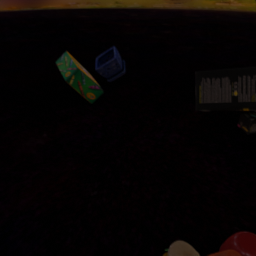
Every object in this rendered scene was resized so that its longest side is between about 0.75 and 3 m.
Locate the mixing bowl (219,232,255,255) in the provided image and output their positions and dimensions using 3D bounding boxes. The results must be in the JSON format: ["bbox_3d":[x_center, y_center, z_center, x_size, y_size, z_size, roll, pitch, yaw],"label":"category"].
[{"bbox_3d":[2.491,2.590,5.845,1.061,0.574,1.061,0,31,0],"label":"mixing bowl"}]

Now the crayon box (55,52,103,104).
[{"bbox_3d":[-2.388,-2.468,13.426,0.831,1.694,2.853,-44,37,5],"label":"crayon box"}]

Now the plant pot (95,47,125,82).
[{"bbox_3d":[-0.899,-3.387,15.238,1.338,1.203,1.339,-28,39,21],"label":"plant pot"}]

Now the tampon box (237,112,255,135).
[{"bbox_3d":[4.819,-0.201,10.699,0.918,0.580,0.688,-7,33,-12],"label":"tampon box"}]

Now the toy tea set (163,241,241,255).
[{"bbox_3d":[1.095,2.827,4.599,2.746,1.016,1.633,21,39,-27],"label":"toy tea set"}]

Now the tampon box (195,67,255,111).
[{"bbox_3d":[3.827,-1.358,10.492,2.325,1.468,1.743,1,3,25],"label":"tampon box"}]
